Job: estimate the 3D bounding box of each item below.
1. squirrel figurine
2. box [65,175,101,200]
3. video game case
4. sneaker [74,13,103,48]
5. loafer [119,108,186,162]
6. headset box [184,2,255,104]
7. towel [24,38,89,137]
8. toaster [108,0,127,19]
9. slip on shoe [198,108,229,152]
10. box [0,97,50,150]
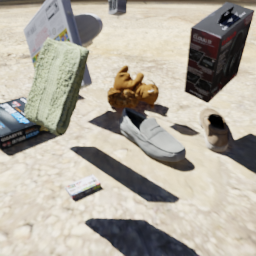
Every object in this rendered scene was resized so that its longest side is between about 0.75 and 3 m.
[{"bbox_3d":[0.232,-1.405,11.890,1.947,1.476,2.086,27,53,21],"label":"squirrel figurine"},{"bbox_3d":[-1.228,1.607,7.629,0.859,0.149,0.473,-19,35,-29],"label":"box"},{"bbox_3d":[-2.165,-2.163,8.181,0.321,2.556,2.808,-17,4,-38],"label":"video game case"},{"bbox_3d":[-1.661,-3.562,10.414,2.793,1.029,1.614,-9,19,40],"label":"sneaker"},{"bbox_3d":[0.699,0.177,9.220,1.004,1.002,2.871,-25,38,-36],"label":"loafer"},{"bbox_3d":[2.718,-2.360,8.509,0.993,2.573,1.914,33,57,29],"label":"headset box"},{"bbox_3d":[-1.625,-0.927,6.132,1.457,1.963,0.358,22,8,34],"label":"towel"},{"bbox_3d":[-0.378,-4.437,10.204,0.459,0.773,0.699,-6,15,-30],"label":"toaster"},{"bbox_3d":[3.082,-0.196,10.055,1.006,0.802,2.646,6,31,10],"label":"slip on shoe"},{"bbox_3d":[-4.244,-0.272,10.394,2.017,0.584,2.537,-24,38,-35],"label":"box"}]
